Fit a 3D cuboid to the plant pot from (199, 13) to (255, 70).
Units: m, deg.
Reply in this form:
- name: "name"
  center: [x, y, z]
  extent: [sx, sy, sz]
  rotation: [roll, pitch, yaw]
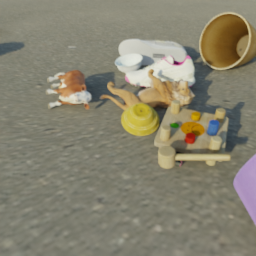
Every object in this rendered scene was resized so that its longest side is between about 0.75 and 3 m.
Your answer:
- name: "plant pot"
  center: [4.560, -3.522, 11.790]
  extent: [2.320, 2.162, 2.162]
  rotation: [-9, 30, -43]

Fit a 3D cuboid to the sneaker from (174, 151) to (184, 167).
- name: "sneaker"
  center: [1.199, 0.598, 6.779]
  extent: [0.451, 0.374, 0.945]
  rotation: [16, 43, 12]

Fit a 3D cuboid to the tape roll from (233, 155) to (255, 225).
- name: "tape roll"
  center: [3.061, 0.776, 4.125]
  extent: [2.661, 2.661, 1.131]
  rotation: [-10, 55, -15]

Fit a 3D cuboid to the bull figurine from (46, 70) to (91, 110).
- name: "bull figurine"
  center: [-1.917, -1.228, 9.127]
  extent: [1.380, 0.740, 2.273]
  rotation: [-8, 33, -5]

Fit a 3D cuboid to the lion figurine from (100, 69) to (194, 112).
- name: "lion figurine"
  center: [0.606, -0.949, 8.753]
  extent: [2.646, 0.959, 1.620]
  rotation: [-25, 59, -11]

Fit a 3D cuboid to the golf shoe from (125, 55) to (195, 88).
- name: "golf shoe"
  center: [1.132, -2.063, 10.079]
  extent: [2.524, 1.155, 0.951]
  rotation: [1, 31, 9]

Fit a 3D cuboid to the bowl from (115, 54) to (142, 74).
- name: "bowl"
  center: [0.063, -2.527, 11.324]
  extent: [1.130, 0.508, 1.130]
  rotation: [-9, 37, 7]

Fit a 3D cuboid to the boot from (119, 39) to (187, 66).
- name: "boot"
  center: [1.121, -3.361, 12.412]
  extent: [2.938, 1.080, 1.404]
  rotation: [12, 27, 4]

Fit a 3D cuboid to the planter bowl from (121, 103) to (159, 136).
- name: "planter bowl"
  center: [0.350, -0.350, 7.753]
  extent: [1.088, 0.453, 1.088]
  rotation: [1, 56, -1]

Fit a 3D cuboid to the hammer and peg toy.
- name: "hammer and peg toy"
  center: [1.536, 0.301, 6.718]
  extent: [1.682, 0.806, 2.287]
  rotation: [12, 40, 14]
